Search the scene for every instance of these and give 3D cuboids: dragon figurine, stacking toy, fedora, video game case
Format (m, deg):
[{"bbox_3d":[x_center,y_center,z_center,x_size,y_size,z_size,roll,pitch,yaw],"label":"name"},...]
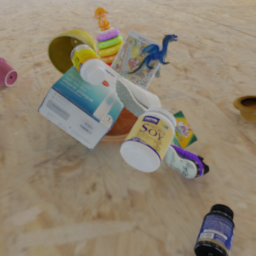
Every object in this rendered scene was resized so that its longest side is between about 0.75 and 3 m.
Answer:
[{"bbox_3d":[0.822,-2.536,9.623,2.004,0.997,0.590,-16,11,19],"label":"dragon figurine"},{"bbox_3d":[-0.713,-3.246,10.705,1.528,2.632,1.445,-14,27,11],"label":"stacking toy"},{"bbox_3d":[4.773,-0.674,10.542,1.613,0.658,1.613,-5,33,3],"label":"fedora"},{"bbox_3d":[0.367,-2.473,10.192,1.550,1.703,0.195,29,5,5],"label":"video game case"}]

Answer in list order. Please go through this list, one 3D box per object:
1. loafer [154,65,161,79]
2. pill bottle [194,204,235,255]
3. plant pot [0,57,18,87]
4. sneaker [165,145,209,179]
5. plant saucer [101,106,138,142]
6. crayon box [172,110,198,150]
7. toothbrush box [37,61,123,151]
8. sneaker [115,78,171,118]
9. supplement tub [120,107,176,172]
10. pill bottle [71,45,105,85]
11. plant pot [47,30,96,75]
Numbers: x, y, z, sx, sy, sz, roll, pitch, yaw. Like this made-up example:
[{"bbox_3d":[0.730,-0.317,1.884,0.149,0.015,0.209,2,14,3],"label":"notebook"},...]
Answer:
[{"bbox_3d":[1.066,-2.292,10.454,0.305,0.872,0.304,-1,21,4],"label":"loafer"},{"bbox_3d":[1.932,2.293,6.121,0.703,0.703,1.256,16,37,22],"label":"pill bottle"},{"bbox_3d":[-5.793,-2.509,12.859,1.149,1.283,1.283,28,40,10],"label":"plant pot"},{"bbox_3d":[1.729,0.966,8.177,0.824,0.576,1.657,-2,22,-23],"label":"sneaker"},{"bbox_3d":[-0.520,-0.609,10.239,2.990,0.483,2.990,0,46,0],"label":"plant saucer"},{"bbox_3d":[1.647,0.088,8.953,0.661,1.113,0.324,-29,-1,-21],"label":"crayon box"},{"bbox_3d":[-1.200,-0.966,8.988,2.023,1.179,2.764,37,36,-8],"label":"toothbrush box"},{"bbox_3d":[0.388,-0.850,8.484,0.788,0.748,1.957,-34,72,-26],"label":"sneaker"},{"bbox_3d":[0.544,0.267,6.979,1.026,1.026,1.412,16,54,23],"label":"supplement tub"},{"bbox_3d":[-1.126,-1.792,8.042,0.720,0.720,1.319,-15,45,-21],"label":"pill bottle"},{"bbox_3d":[-2.101,-3.195,11.403,1.954,1.954,1.387,6,46,9],"label":"plant pot"}]
